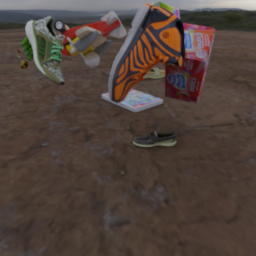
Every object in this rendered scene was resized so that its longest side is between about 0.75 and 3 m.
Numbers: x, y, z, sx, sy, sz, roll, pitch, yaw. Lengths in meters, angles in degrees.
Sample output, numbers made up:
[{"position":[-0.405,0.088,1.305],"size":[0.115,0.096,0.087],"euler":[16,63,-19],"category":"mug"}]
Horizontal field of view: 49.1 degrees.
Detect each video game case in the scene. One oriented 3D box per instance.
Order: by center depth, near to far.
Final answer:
[{"position":[0.161,-1.402,13.557],"size":[1.789,0.218,2.502],"euler":[-21,32,-36],"category":"video game case"}]

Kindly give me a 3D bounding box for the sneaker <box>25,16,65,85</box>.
[{"position":[-2.105,-2.183,7.696],"size":[0.907,2.047,0.787],"euler":[-24,-3,20],"category":"sneaker"}]

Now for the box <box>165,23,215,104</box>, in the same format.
[{"position":[1.861,-1.924,8.811],"size":[1.170,2.451,1.222],"euler":[16,70,14],"category":"box"}]

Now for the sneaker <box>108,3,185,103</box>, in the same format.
[{"position":[0.499,-1.529,6.642],"size":[1.389,2.480,0.962],"euler":[28,21,11],"category":"sneaker"}]

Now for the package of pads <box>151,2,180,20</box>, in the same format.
[{"position":[1.180,-3.219,9.156],"size":[0.615,1.394,1.805],"euler":[2,14,29],"category":"package of pads"}]

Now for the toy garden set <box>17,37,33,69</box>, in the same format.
[{"position":[-3.817,-2.833,10.663],"size":[0.241,1.210,1.009],"euler":[31,73,4],"category":"toy garden set"}]

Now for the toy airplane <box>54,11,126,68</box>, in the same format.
[{"position":[-1.379,-3.401,11.076],"size":[2.775,1.958,2.763],"euler":[-15,8,-36],"category":"toy airplane"}]

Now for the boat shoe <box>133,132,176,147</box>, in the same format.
[{"position":[0.907,0.346,9.578],"size":[1.480,0.480,0.542],"euler":[-2,26,-5],"category":"boat shoe"}]

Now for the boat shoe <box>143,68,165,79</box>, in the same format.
[{"position":[1.348,-3.447,17.282],"size":[2.222,0.699,0.810],"euler":[-5,26,-11],"category":"boat shoe"}]
